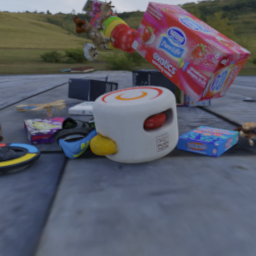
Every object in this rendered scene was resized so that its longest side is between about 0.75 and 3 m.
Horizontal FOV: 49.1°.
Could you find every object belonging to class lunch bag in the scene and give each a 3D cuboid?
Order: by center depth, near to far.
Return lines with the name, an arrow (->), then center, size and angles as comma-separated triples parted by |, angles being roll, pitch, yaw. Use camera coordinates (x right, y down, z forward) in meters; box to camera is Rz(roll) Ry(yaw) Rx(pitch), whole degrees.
lunch bag -> 3.174, -1.509, 13.483 | 1.188, 0.865, 1.397 | -2, 22, -10

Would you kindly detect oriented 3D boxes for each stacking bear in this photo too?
stacking bear -> -0.399, -3.479, 10.479 | 1.248, 1.333, 2.195 | -1, 30, -45

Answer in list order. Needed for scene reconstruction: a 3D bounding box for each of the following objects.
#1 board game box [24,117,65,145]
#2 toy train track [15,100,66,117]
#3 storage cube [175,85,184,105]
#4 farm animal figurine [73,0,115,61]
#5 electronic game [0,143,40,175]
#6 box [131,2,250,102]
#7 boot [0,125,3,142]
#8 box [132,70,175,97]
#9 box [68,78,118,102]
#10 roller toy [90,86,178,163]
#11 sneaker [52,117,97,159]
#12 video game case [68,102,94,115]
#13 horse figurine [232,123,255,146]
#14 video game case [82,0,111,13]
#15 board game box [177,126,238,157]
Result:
board game box -> -2.312, 0.037, 8.208 | 1.256, 0.338, 2.092 | -2, 13, -25
toy train track -> -3.539, -0.718, 11.230 | 2.696, 0.439, 1.546 | 2, 19, 34
storage cube -> 2.060, -1.635, 13.393 | 1.012, 1.184, 1.064 | -1, 7, -3
farm animal figurine -> -0.805, -2.454, 6.947 | 1.233, 1.219, 0.643 | -38, 30, -25
electronic game -> -2.636, 0.589, 5.724 | 1.617, 0.336, 1.617 | 0, 14, 0
box -> 1.627, -2.195, 7.873 | 1.393, 1.455, 2.919 | -13, 50, -40
boot -> -4.379, 0.117, 7.045 | 1.839, 0.634, 1.974 | 25, 29, 33
box -> 0.966, -1.368, 10.917 | 1.080, 1.743, 1.713 | -8, 15, -23
box -> -1.777, -1.888, 14.117 | 1.823, 1.071, 1.793 | -1, 9, -45
roller toy -> 0.181, -0.063, 6.236 | 1.799, 1.378, 1.972 | -3, 21, 13
sneaker -> -1.124, 0.031, 6.740 | 0.855, 0.731, 2.063 | 43, 19, 0
video game case -> -1.210, -0.854, 11.960 | 2.009, 0.261, 2.207 | 2, 14, 9
horse figurine -> 3.471, 0.183, 7.279 | 1.735, 0.433, 1.150 | 7, 21, 19
video game case -> -1.300, -4.891, 11.371 | 0.957, 0.116, 1.051 | 5, -5, -22
board game box -> 1.988, 0.301, 6.938 | 1.028, 0.304, 1.352 | 10, 18, 37
